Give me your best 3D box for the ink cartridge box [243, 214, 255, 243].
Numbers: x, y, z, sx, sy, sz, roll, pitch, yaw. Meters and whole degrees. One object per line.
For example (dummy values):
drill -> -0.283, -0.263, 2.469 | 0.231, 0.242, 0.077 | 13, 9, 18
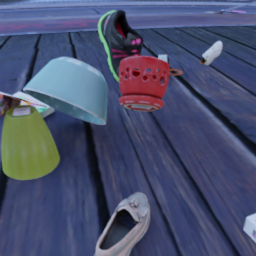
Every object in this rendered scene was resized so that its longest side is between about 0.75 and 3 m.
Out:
ink cartridge box -> 3.149, 2.227, 4.665 | 1.069, 0.419, 2.257 | -12, 30, -20

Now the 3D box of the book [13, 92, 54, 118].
book -> -3.557, -0.640, 9.602 | 1.699, 0.408, 1.135 | 19, 39, 26

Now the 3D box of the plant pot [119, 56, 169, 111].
plant pot -> 0.375, -1.056, 7.025 | 1.266, 1.153, 1.266 | 4, -8, 1

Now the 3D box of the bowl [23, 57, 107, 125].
bowl -> -1.564, -1.120, 7.991 | 2.430, 1.271, 2.430 | 20, -8, 3

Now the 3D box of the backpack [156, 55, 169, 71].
backpack -> 1.512, -2.770, 12.542 | 0.737, 0.979, 0.869 | 4, 32, 5

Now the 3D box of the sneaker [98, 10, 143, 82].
sneaker -> -0.035, -2.136, 7.900 | 1.028, 2.453, 0.941 | -18, 10, 47

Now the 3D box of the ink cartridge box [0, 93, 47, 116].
ink cartridge box -> -3.210, -0.609, 6.784 | 2.158, 0.543, 1.176 | 16, 0, 1

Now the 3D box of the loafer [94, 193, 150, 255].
loafer -> -0.047, 1.797, 5.194 | 0.678, 0.593, 1.885 | 13, 33, 20

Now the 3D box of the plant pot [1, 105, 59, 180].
plant pot -> -2.512, 0.251, 6.917 | 1.410, 1.507, 1.410 | 0, 31, 0

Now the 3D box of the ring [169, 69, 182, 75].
ring -> 2.166, -2.654, 13.241 | 0.807, 0.077, 0.807 | 1, 30, 0

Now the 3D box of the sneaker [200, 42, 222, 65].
sneaker -> 2.626, -2.350, 8.919 | 0.385, 0.909, 0.331 | -7, 56, -30
